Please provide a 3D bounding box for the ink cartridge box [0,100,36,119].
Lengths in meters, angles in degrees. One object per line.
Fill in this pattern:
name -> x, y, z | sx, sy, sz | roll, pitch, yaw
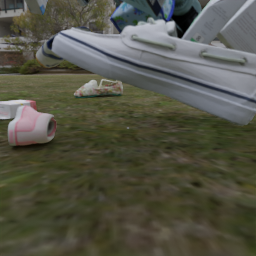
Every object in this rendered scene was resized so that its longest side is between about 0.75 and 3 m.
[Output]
ink cartridge box -> -3.559, -0.583, 8.607 | 0.736, 0.426, 1.263 | 6, 14, 26

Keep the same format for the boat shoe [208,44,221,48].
boat shoe -> 1.629, -2.365, 7.892 | 2.902, 0.980, 1.045 | 15, 15, 16

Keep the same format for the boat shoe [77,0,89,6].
boat shoe -> -1.205, -3.943, 7.075 | 0.575, 1.622, 0.585 | -4, 39, 14

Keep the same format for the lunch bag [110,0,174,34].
lunch bag -> 0.373, -2.675, 6.123 | 1.131, 0.848, 1.330 | -15, 37, 36

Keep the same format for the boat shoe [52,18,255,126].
boat shoe -> 0.225, -0.551, 2.168 | 1.631, 0.545, 0.600 | 21, 11, 6

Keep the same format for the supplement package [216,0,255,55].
supplement package -> 3.315, -2.523, 6.268 | 2.322, 1.362, 1.357 | -43, 6, 21

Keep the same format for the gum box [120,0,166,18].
gum box -> -0.853, -2.768, 4.043 | 2.798, 0.623, 2.377 | 30, 13, 11

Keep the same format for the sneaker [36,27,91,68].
sneaker -> -0.996, -1.453, 4.800 | 1.212, 0.456, 0.534 | -48, 11, -34

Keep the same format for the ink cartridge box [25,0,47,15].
ink cartridge box -> -2.592, -3.865, 8.022 | 0.393, 0.930, 0.672 | 10, -15, 2

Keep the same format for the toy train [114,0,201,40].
toy train -> 0.561, -3.289, 7.178 | 1.699, 2.981, 1.270 | -40, -12, 22

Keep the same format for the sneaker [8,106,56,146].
sneaker -> -1.940, -0.069, 5.936 | 0.861, 0.620, 1.647 | -4, 18, -10

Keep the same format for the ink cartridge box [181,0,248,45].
ink cartridge box -> 0.979, -1.262, 2.615 | 0.269, 1.076, 0.866 | 37, 39, -2

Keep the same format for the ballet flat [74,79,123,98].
ballet flat -> -1.436, -1.988, 13.877 | 2.579, 0.824, 0.975 | -8, 19, -29
